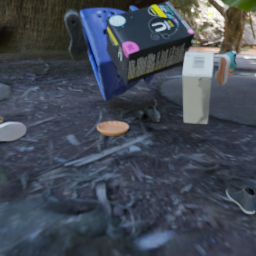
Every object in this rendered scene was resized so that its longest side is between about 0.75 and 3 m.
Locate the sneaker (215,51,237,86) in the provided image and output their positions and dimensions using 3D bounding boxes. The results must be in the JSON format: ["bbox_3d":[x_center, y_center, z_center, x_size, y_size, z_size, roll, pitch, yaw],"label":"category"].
[{"bbox_3d":[3.344,-1.971,9.399,0.572,1.431,0.511,-30,62,-9],"label":"sneaker"}]

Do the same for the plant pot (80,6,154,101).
[{"bbox_3d":[-0.326,-3.328,12.203,2.622,2.917,2.917,-16,67,-7],"label":"plant pot"}]

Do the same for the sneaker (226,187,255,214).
[{"bbox_3d":[2.676,1.531,6.592,0.359,0.510,0.960,-5,20,-14],"label":"sneaker"}]

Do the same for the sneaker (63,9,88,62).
[{"bbox_3d":[-1.547,-2.781,8.302,0.582,1.523,0.873,-10,44,-4],"label":"sneaker"}]

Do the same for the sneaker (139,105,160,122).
[{"bbox_3d":[0.836,-0.668,12.641,0.837,0.558,1.461,2,24,-15],"label":"sneaker"}]

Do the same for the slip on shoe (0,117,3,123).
[{"bbox_3d":[-5.712,-0.361,12.161,0.384,0.306,1.010,-3,20,-8],"label":"slip on shoe"}]

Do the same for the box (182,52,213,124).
[{"bbox_3d":[2.000,-1.075,8.116,0.755,2.207,0.907,5,60,16],"label":"box"}]

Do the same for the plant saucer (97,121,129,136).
[{"bbox_3d":[-0.607,0.036,11.170,1.264,0.237,1.264,1,19,0],"label":"plant saucer"}]

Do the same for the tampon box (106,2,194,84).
[{"bbox_3d":[0.666,-2.965,9.711,2.418,1.527,1.812,-21,63,-15],"label":"tampon box"}]

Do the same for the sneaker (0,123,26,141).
[{"bbox_3d":[-4.847,0.081,10.184,1.124,0.716,1.945,21,24,36],"label":"sneaker"}]
